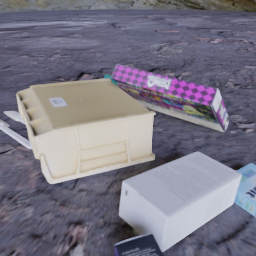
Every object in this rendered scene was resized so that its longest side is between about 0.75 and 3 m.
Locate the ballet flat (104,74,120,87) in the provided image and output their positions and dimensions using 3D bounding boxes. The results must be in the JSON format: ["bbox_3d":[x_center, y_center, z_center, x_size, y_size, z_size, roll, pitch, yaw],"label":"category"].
[{"bbox_3d":[-0.634,-2.064,12.457,0.450,0.450,1.211,-17,34,-28],"label":"ballet flat"}]

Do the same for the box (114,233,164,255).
[{"bbox_3d":[0.269,2.224,3.795,0.613,0.869,1.175,-10,29,-17],"label":"box"}]

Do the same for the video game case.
[{"bbox_3d":[1.324,-0.810,8.142,2.907,0.521,2.635,20,-4,29],"label":"video game case"}]

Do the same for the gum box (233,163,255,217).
[{"bbox_3d":[2.843,1.385,5.962,1.174,0.308,1.381,-18,33,-30],"label":"gum box"}]

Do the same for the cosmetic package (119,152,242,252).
[{"bbox_3d":[1.045,1.269,5.376,2.233,0.796,1.133,-13,30,-38],"label":"cosmetic package"}]

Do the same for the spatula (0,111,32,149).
[{"bbox_3d":[-3.179,-0.080,8.894,2.879,0.231,2.002,25,32,35],"label":"spatula"}]

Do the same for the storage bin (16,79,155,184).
[{"bbox_3d":[-1.231,-0.148,7.566,2.933,1.384,2.954,-11,31,-24],"label":"storage bin"}]
